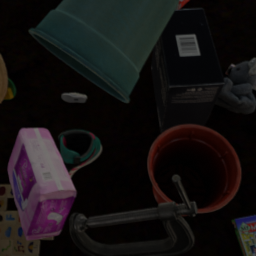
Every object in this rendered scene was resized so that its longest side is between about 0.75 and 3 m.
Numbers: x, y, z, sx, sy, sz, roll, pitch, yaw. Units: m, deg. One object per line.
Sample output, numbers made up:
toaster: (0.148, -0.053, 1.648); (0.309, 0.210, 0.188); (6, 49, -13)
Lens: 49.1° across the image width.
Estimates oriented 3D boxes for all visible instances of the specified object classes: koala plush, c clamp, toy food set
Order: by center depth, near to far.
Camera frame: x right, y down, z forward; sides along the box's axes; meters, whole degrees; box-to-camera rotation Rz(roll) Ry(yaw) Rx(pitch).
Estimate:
c clamp: (0.024, 1.515, 4.336); (2.312, 1.975, 0.313); (-18, 38, 21)
toy food set: (-3.242, -1.159, 5.500); (1.975, 1.955, 0.480); (-1, 28, 12)
koala plush: (3.239, -1.266, 8.070); (1.326, 1.280, 1.443); (28, 85, 5)

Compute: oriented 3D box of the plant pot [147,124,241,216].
plant pot: (1.342, 1.192, 6.577); (1.916, 1.864, 1.916); (0, 63, -1)

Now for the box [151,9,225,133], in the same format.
box: (1.452, -1.497, 7.725); (1.305, 2.282, 2.506); (-4, 63, -2)

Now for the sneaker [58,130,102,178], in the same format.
sneaker: (-1.594, 0.835, 7.056); (0.920, 1.328, 2.200); (41, 70, 19)

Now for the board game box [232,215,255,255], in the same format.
board game box: (3.539, 2.655, 6.731); (1.741, 0.254, 1.172); (-9, 64, -5)

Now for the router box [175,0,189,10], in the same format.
router box: (1.745, -5.185, 10.736); (1.253, 0.306, 1.124); (36, 68, 17)

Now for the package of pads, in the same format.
package of pads: (-1.198, 0.677, 3.736); (0.514, 0.819, 1.359); (6, 30, -36)

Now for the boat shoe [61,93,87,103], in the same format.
boat shoe: (-1.652, -0.953, 8.616); (0.770, 0.273, 0.269); (5, 36, 6)

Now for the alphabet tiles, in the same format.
alphabet tiles: (-2.544, 2.339, 6.736); (1.622, 0.073, 1.940); (-3, 73, 9)

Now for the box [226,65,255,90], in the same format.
box: (3.864, -1.449, 8.741); (1.645, 0.318, 0.341); (35, 31, 17)

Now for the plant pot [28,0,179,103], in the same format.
plant pot: (-0.340, -2.241, 6.014); (2.507, 2.507, 2.455); (34, 89, 16)
